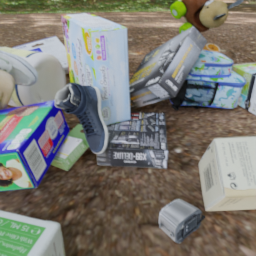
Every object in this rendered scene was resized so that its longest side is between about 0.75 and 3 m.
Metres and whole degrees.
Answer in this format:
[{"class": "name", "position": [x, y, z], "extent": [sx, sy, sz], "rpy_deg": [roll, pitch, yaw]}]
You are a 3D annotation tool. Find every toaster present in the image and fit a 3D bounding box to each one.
[{"class": "toaster", "position": [0.900, 1.565, 4.845], "extent": [0.797, 0.453, 0.515], "rpy_deg": [-23, 33, -34]}]

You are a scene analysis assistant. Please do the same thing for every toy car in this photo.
[{"class": "toy car", "position": [2.396, -3.474, 8.183], "extent": [1.443, 1.386, 1.756], "rpy_deg": [-39, 29, -10]}]

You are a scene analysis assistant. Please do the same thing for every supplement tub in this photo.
[{"class": "supplement tub", "position": [-3.683, -1.663, 9.413], "extent": [2.672, 1.937, 1.937], "rpy_deg": [14, 31, 26]}]

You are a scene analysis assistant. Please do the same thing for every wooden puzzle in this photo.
[{"class": "wooden puzzle", "position": [-3.717, -1.047, 5.881], "extent": [2.417, 0.486, 2.612], "rpy_deg": [21, -21, -24]}]

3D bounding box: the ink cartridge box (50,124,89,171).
[{"class": "ink cartridge box", "position": [-1.396, 0.322, 6.788], "extent": [1.050, 0.346, 1.443], "rpy_deg": [11, 48, 37]}]

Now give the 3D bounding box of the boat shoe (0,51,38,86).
[{"class": "boat shoe", "position": [-2.915, -1.332, 6.047], "extent": [1.948, 0.716, 0.650], "rpy_deg": [26, 39, -31]}]

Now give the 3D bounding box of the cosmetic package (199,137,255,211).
[{"class": "cosmetic package", "position": [2.761, 0.800, 4.861], "extent": [2.744, 1.420, 1.003], "rpy_deg": [-3, 65, 2]}]

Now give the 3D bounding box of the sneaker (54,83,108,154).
[{"class": "sneaker", "position": [-0.986, -0.198, 5.878], "extent": [0.590, 1.551, 1.120], "rpy_deg": [-16, -11, 27]}]

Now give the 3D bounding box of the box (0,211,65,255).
[{"class": "box", "position": [-1.664, 1.879, 2.927], "extent": [1.648, 1.656, 1.419], "rpy_deg": [8, 31, 14]}]

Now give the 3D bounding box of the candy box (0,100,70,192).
[{"class": "candy box", "position": [-2.839, 0.392, 6.008], "extent": [2.526, 0.973, 2.136], "rpy_deg": [-10, 28, 12]}]

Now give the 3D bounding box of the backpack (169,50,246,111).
[{"class": "backpack", "position": [2.547, -1.594, 9.240], "extent": [2.366, 1.739, 2.165], "rpy_deg": [7, 29, -9]}]

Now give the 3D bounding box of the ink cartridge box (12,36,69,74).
[{"class": "ink cartridge box", "position": [-3.717, -3.125, 12.699], "extent": [2.186, 0.520, 2.212], "rpy_deg": [-26, 59, -27]}]

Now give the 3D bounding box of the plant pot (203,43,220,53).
[{"class": "plant pot", "position": [3.086, -2.738, 10.779], "extent": [0.914, 0.837, 0.914], "rpy_deg": [9, 49, -11]}]

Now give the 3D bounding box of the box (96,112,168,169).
[{"class": "box", "position": [0.164, 0.225, 7.319], "extent": [1.655, 0.522, 2.098], "rpy_deg": [2, 28, 3]}]

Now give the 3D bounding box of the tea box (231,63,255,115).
[{"class": "tea box", "position": [4.738, -1.423, 9.657], "extent": [1.907, 1.274, 1.877], "rpy_deg": [-8, 28, -16]}]

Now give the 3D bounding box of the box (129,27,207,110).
[{"class": "box", "position": [0.914, -1.679, 8.479], "extent": [2.063, 0.629, 2.604], "rpy_deg": [-59, 21, -17]}]

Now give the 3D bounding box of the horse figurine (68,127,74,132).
[{"class": "horse figurine", "position": [-1.917, 0.071, 7.950], "extent": [0.781, 0.195, 0.517], "rpy_deg": [-8, 34, -26]}]

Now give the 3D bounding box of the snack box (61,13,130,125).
[{"class": "snack box", "position": [-0.968, -1.767, 7.862], "extent": [0.976, 2.432, 2.884], "rpy_deg": [-16, 32, -21]}]
